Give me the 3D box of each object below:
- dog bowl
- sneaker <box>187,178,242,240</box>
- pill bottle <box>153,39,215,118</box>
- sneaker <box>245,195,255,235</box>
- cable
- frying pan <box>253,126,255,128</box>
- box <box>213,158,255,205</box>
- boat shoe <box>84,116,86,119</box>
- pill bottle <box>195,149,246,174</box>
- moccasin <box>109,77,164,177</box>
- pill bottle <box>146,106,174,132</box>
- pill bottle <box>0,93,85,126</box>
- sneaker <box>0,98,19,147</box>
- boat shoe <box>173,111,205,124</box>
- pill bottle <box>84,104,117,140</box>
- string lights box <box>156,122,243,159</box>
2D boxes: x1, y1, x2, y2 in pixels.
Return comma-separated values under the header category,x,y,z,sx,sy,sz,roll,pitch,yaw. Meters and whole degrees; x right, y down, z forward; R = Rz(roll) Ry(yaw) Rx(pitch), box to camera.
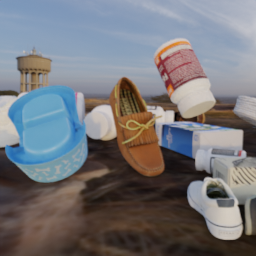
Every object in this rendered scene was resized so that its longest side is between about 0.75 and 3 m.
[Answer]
category,x,y,z,sx,sy,sz,roll,pitch,yaw
dog bowl,-1.571,0.044,5.559,1.432,0.637,2.569,-18,38,-9
sneaker,1.100,0.867,3.586,0.506,0.491,1.386,0,7,-3
pill bottle,2.183,-1.901,10.926,1.595,2.793,1.595,-18,-20,-7
sneaker,1.626,0.983,3.199,0.493,0.347,0.928,1,5,31
cable,4.673,-0.373,9.588,2.122,0.735,2.122,19,9,-45
frying pan,6.161,-0.045,12.452,0.954,0.257,1.576,0,4,8
box,2.163,0.766,4.135,1.652,0.565,0.679,0,7,-3
boat shoe,-2.978,-0.436,13.481,2.040,0.772,0.732,2,8,27
pill bottle,1.767,0.651,5.356,0.869,0.503,0.503,4,8,27
moccasin,0.191,-0.088,5.685,0.830,2.268,0.875,-3,-35,-15
pill bottle,0.806,-0.317,10.992,1.903,1.057,1.057,4,7,8
pill bottle,-2.963,-0.433,9.761,2.803,1.589,1.589,0,7,-5
sneaker,-2.831,-0.341,8.044,2.069,1.196,0.762,-21,15,-28
boat shoe,2.624,-0.417,13.070,0.830,0.831,2.361,3,-2,-19
pill bottle,-0.633,-0.221,9.634,1.178,1.178,2.120,3,9,21
string lights box,1.772,0.290,7.523,1.195,0.686,2.326,-2,7,-20
